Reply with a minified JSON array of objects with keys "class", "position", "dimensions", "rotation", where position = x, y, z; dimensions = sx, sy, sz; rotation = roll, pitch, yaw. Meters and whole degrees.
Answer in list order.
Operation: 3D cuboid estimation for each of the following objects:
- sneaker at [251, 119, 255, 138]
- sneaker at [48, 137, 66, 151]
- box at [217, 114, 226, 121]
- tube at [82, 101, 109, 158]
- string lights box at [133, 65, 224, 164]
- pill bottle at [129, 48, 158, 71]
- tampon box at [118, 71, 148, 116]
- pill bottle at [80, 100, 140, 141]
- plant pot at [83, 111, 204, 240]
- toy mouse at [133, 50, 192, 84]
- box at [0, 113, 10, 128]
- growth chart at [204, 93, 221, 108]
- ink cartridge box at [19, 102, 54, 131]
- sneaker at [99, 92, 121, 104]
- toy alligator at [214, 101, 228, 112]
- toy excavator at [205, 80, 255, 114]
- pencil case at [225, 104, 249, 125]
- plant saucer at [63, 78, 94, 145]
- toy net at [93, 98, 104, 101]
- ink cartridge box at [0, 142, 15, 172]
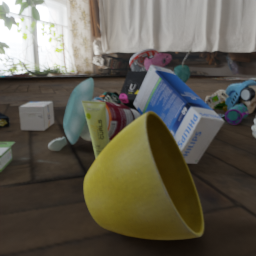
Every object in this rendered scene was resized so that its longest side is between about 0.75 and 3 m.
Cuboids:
[{"class":"sneaker","position":[3.212,-0.108,6.237],"dimensions":[0.909,2.569,0.938],"rotation":[-15,-21,37]},{"class":"sneaker","position":[-2.170,0.507,8.352],"dimensions":[0.349,0.331,0.866],"rotation":[-7,6,16]},{"class":"box","position":[3.949,-0.472,12.511],"dimensions":[0.678,0.196,0.853],"rotation":[-8,15,-29]},{"class":"tube","position":[-0.750,0.085,7.024],"dimensions":[0.482,1.662,0.431],"rotation":[-14,30,-15]},{"class":"string lights box","position":[1.191,-0.447,7.598],"dimensions":[0.799,1.393,2.710],"rotation":[7,33,-31]},{"class":"pill bottle","position":[1.304,-2.553,14.811],"dimensions":[1.681,2.902,1.681],"rotation":[-21,-14,-5]},{"class":"tampon box","position":[0.845,-1.110,10.823],"dimensions":[1.492,1.257,1.990],"rotation":[6,-23,31]},{"class":"pill bottle","position":[-0.507,-0.179,8.592],"dimensions":[1.189,1.189,2.082],"rotation":[9,3,33]},{"class":"plant pot","position":[0.140,0.870,4.241],"dimensions":[1.326,1.868,1.868],"rotation":[-26,6,19]},{"class":"toy mouse","position":[1.581,-2.191,11.216],"dimensions":[2.492,0.543,2.804],"rotation":[-32,-50,32]},{"class":"box","position":[-5.773,-0.233,11.067],"dimensions":[1.751,0.403,1.392],"rotation":[-10,17,-36]},{"class":"growth chart","position":[4.216,-1.321,14.039],"dimensions":[0.838,0.606,0.074],"rotation":[-33,17,19]},{"class":"ink cartridge box","position":[-3.560,-0.484,10.987],"dimensions":[0.946,0.929,1.285],"rotation":[0,14,1]},{"class":"sneaker","position":[-0.937,-0.940,11.570],"dimensions":[1.140,1.018,2.853],"rotation":[-38,13,13]},{"class":"toy alligator","position":[4.968,-1.093,14.594],"dimensions":[1.767,0.425,0.586],"rotation":[1,46,1]},{"class":"toy excavator","position":[5.256,-1.544,14.107],"dimensions":[1.315,2.560,2.633],"rotation":[-7,43,-26]},{"class":"pencil case","position":[4.683,-0.597,12.003],"dimensions":[0.742,0.683,1.606],"rotation":[0,12,33]},{"class":"plant saucer","position":[-1.571,-0.545,8.338],"dimensions":[0.399,2.074,2.074],"rotation":[16,7,-22]},{"class":"toy net","position":[-1.345,-0.351,9.888],"dimensions":[1.026,0.378,1.956],"rotation":[36,59,15]},{"class":"ink cartridge box","position":[-3.393,0.734,7.049],"dimensions":[0.719,0.411,1.386],"rotation":[-1,14,-6]}]
